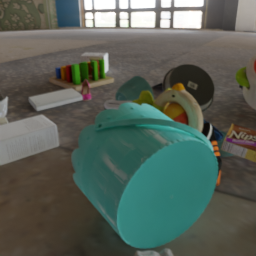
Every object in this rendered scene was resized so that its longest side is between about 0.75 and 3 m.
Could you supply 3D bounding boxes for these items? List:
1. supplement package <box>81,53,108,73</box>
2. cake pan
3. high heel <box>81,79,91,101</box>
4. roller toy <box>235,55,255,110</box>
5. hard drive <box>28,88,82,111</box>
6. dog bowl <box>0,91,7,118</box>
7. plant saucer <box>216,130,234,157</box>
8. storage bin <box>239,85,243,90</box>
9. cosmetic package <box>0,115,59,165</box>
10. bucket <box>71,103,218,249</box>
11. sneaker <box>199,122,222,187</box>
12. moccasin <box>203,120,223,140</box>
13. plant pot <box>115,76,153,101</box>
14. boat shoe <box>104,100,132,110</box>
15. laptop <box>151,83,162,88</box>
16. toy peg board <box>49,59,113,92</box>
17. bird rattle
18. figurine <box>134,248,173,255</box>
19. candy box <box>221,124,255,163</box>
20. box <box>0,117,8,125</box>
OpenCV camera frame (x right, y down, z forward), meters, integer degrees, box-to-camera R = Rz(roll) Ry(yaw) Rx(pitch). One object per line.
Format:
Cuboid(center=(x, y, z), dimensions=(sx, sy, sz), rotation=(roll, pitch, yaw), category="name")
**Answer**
Cuboid(center=(-2.225, -4.330, 18.709), dimensions=(1.556, 1.181, 1.172), rotation=(3, 25, 7), category="supplement package")
Cuboid(center=(2.670, -1.747, 12.020), dimensions=(2.380, 0.437, 2.380), rotation=(5, 68, -11), category="cake pan")
Cuboid(center=(-2.097, -1.880, 13.932), dimensions=(0.523, 0.745, 1.553), rotation=(-1, 25, -2), category="high heel")
Cuboid(center=(6.290, -1.902, 11.896), dimensions=(2.531, 1.939, 2.775), rotation=(-37, 56, -10), category="roller toy")
Cuboid(center=(-3.441, -1.377, 13.255), dimensions=(2.166, 0.285, 1.429), rotation=(-17, 30, -27), category="hard drive")
Cuboid(center=(-6.401, -0.805, 11.494), dimensions=(2.871, 0.842, 2.871), rotation=(0, 24, 0), category="dog bowl")
Cuboid(center=(2.862, 0.435, 9.486), dimensions=(1.779, 0.244, 1.779), rotation=(1, 25, 0), category="plant saucer")
Cuboid(center=(6.682, -2.004, 13.800), dimensions=(1.924, 1.400, 1.292), rotation=(-12, 55, -24), category="storage bin")
Cuboid(center=(-3.547, 0.384, 8.926), dimensions=(2.351, 0.871, 1.195), rotation=(-20, 31, -33), category="cosmetic package")
Cuboid(center=(0.374, 0.914, 5.695), dimensions=(2.695, 2.695, 1.754), rotation=(-14, 29, -27), category="bucket")
Cuboid(center=(2.227, 0.738, 7.904), dimensions=(0.726, 0.934, 2.075), rotation=(-28, 25, 32), category="sneaker")
Cuboid(center=(2.731, 0.064, 9.562), dimensions=(0.385, 0.454, 1.130), rotation=(-7, 45, -46), category="moccasin")
Cuboid(center=(0.171, -1.348, 12.077), dimensions=(1.175, 1.465, 1.465), rotation=(-31, 38, -30), category="plant pot")
Cuboid(center=(-0.154, -0.697, 10.718), dimensions=(1.563, 0.554, 0.563), rotation=(10, 51, -3), category="boat shoe")
Cuboid(center=(2.310, -2.087, 15.182), dimensions=(1.414, 0.824, 1.595), rotation=(-12, 2, -25), category="laptop")
Cuboid(center=(-2.765, -3.319, 16.332), dimensions=(2.768, 1.354, 2.757), rotation=(-21, 32, -39), category="toy peg board")
Cuboid(center=(1.174, -0.065, 7.768), dimensions=(1.414, 2.046, 2.509), rotation=(-8, 68, -33), category="bird rattle")
Cuboid(center=(0.583, 2.499, 5.000), dimensions=(0.799, 0.352, 0.819), rotation=(0, 24, -20), category="figurine")
Cuboid(center=(3.765, 0.523, 8.476), dimensions=(1.604, 0.453, 0.936), rotation=(22, 46, 23), category="candy box")
Cuboid(center=(-4.902, 0.097, 9.805), dimensions=(1.335, 0.634, 0.519), rotation=(-14, 29, -26), category="box")
